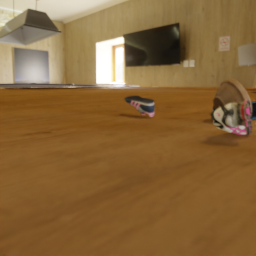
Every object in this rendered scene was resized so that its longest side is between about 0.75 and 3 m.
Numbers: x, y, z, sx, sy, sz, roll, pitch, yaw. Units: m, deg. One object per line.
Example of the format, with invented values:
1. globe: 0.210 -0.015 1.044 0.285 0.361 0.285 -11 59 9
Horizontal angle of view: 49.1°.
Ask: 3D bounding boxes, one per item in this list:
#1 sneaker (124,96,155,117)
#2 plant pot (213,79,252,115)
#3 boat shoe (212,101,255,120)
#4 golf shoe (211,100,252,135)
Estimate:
1. sneaker: 0.451 -0.921 11.910 0.616 0.720 1.756 -22 27 -28
2. plant pot: 3.641 -0.875 10.194 0.765 1.658 1.658 -22 13 -6
3. boat shoe: 4.760 -0.935 12.001 1.073 0.876 2.551 -7 12 -34
4. golf shoe: 2.869 -0.261 7.681 0.999 0.787 2.169 -4 -13 25
